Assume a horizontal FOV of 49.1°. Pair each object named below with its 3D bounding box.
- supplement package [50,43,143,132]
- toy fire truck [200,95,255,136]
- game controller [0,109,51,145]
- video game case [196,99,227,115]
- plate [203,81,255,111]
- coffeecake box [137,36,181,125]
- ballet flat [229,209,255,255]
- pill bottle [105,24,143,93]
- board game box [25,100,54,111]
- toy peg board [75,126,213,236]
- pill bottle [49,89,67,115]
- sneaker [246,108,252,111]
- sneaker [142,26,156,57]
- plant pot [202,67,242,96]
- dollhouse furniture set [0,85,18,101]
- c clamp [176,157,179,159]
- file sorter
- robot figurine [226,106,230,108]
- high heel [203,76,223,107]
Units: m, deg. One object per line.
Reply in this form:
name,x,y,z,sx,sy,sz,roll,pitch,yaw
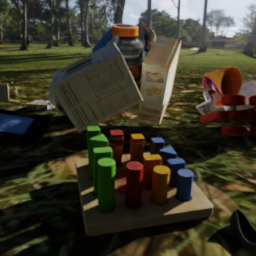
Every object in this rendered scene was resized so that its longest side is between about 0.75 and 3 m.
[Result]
supplement package,-0.989,-1.310,8.766,2.204,1.661,1.673,-26,28,3
toy fire truck,3.991,-0.380,9.999,2.390,1.340,2.007,0,-2,-4
game controller,-3.828,-0.064,9.171,2.465,0.519,1.286,8,35,12
video game case,3.347,-0.760,11.273,0.919,0.836,0.107,-28,32,33
plate,5.023,-1.384,13.352,2.615,0.423,2.609,-11,26,14
coffeecake box,1.161,-1.777,10.660,0.958,2.622,2.013,15,48,11
ballet flat,1.897,1.654,4.402,0.342,0.292,1.028,-3,16,-10
pill bottle,-0.179,-2.359,10.120,1.371,2.580,1.371,2,29,-1
board game box,-4.342,-1.129,13.993,1.166,0.331,0.964,4,18,12
toy peg board,0.166,0.754,5.616,2.302,1.131,2.312,-4,23,-14
pill bottle,-2.186,-1.221,12.006,1.586,1.586,2.846,-15,21,-42
sneaker,6.019,-1.127,13.634,0.747,0.685,1.754,4,24,-12
sneaker,0.828,-3.393,11.214,0.543,1.346,0.503,2,26,44
plant pot,3.777,-1.870,11.535,1.297,1.297,1.188,-9,16,-30
dollhouse furniture set,-7.426,-1.873,16.666,1.580,0.905,1.853,-5,-7,-19
c clamp,0.684,0.950,6.987,1.368,0.217,1.602,3,17,10
file sorter,-0.313,-3.139,12.037,1.555,1.759,2.535,37,16,-31
robot figurine,4.338,-1.252,12.217,0.905,0.511,0.767,55,13,30
high heel,3.118,-1.295,10.196,0.492,0.700,1.460,-29,-39,30
